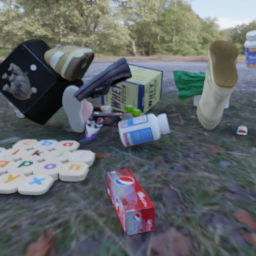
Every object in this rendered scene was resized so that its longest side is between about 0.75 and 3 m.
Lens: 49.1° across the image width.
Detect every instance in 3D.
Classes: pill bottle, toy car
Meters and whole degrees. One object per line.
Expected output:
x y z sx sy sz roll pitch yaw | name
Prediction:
0.451 0.036 7.771 1.315 0.738 0.738 -13 15 7 | pill bottle
0.384 -0.230 9.163 1.043 0.857 0.823 -1 21 -34 | toy car
3.998 -2.457 8.817 0.602 1.073 0.602 -14 28 8 | pill bottle

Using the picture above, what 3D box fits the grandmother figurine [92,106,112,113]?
-1.478 -0.663 11.355 1.666 0.505 1.010 -7 27 -15 | grandmother figurine

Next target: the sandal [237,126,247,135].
3.824 0.044 9.390 0.300 0.225 0.784 8 18 24 | sandal

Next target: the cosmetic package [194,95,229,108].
3.870 -1.305 13.072 1.129 0.697 1.133 -7 18 -21 | cosmetic package

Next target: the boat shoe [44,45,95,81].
-1.804 -2.182 8.728 1.115 1.049 2.927 28 10 -5 | boat shoe

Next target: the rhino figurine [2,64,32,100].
-2.928 -1.275 7.456 0.695 0.475 1.590 40 13 -40 | rhino figurine

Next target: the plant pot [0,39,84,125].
-3.097 -1.509 9.144 2.228 2.233 1.981 -44 5 4 | plant pot

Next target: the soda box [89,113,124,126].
-0.761 -0.320 10.281 1.307 0.414 0.462 1 17 1 | soda box

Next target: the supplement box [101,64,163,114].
0.160 -1.696 11.938 2.001 1.343 1.999 18 36 25 | supplement box

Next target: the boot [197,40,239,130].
3.032 -1.528 9.624 1.011 2.159 2.778 9 47 5 | boot

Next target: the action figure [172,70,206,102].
3.190 -1.974 12.169 0.713 1.541 2.609 -36 22 -31 | action figure

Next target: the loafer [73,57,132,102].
-0.590 -1.247 7.748 0.763 0.668 2.122 -22 18 51 | loafer

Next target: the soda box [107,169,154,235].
0.004 1.246 4.958 0.498 0.451 1.424 -6 18 -14 | soda box

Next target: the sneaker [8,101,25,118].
-4.482 -0.886 11.286 1.323 0.543 0.515 38 68 23 | sneaker

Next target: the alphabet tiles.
-2.329 0.855 6.699 2.884 0.210 2.821 1 17 4 | alphabet tiles

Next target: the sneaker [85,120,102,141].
-1.128 0.071 8.562 0.491 0.508 1.219 22 13 -1 | sneaker

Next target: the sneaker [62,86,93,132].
-1.533 -0.740 8.704 0.626 1.664 0.870 9 43 12 | sneaker
